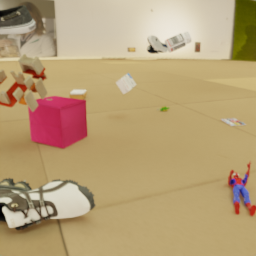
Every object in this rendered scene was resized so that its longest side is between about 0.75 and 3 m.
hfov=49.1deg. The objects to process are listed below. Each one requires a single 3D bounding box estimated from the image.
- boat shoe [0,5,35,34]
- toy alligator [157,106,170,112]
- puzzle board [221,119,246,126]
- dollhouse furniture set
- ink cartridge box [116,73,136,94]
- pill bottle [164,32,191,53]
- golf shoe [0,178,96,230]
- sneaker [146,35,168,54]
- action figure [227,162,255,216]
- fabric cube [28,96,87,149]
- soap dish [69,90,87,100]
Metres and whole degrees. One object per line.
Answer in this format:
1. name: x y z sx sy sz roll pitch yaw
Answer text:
1. boat shoe: -4.139 -3.363 8.704 2.557 0.724 0.878 1 45 11
2. toy alligator: 1.718 -0.920 14.006 0.778 0.231 0.211 -11 -20 -26
3. puzzle board: 4.569 -0.261 12.211 0.703 0.081 0.932 -3 18 -10
4. dollhouse furniture set: -3.335 -1.344 8.745 1.856 0.956 1.836 14 55 18
5. ink cartridge box: -0.089 -1.884 11.929 0.353 0.611 0.837 -26 13 35
6. pill bottle: 1.853 -3.195 10.399 0.891 0.507 0.507 -23 19 2
7. golf shoe: -1.802 1.626 5.566 2.304 0.896 1.089 -4 24 16
8. sneaker: 0.709 -2.391 8.244 0.548 0.358 0.980 -2 -8 36
9. action figure: 2.661 1.291 6.595 0.513 0.779 1.573 4 16 11
10. fabric cube: -2.486 -0.272 10.052 1.474 1.478 1.450 10 20 27
11. soap dish: -2.966 -1.968 16.708 0.875 0.452 1.112 1 19 3
